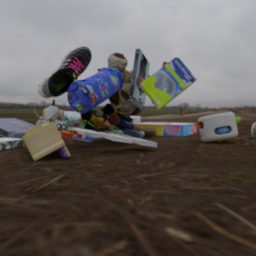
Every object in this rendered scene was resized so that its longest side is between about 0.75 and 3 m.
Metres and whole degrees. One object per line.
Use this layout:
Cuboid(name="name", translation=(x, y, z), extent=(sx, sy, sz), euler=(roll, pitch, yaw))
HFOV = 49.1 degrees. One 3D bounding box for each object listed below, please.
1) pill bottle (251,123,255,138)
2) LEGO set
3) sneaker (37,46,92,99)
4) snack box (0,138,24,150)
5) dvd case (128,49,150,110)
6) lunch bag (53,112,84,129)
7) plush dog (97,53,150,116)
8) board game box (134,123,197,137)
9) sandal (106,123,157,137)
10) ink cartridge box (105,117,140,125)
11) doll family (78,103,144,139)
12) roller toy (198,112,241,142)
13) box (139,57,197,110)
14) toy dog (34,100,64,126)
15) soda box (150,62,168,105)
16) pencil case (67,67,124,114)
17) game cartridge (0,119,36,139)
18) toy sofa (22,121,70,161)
Cuboid(name="pill bottle", translation=(5.485, 0.124, 10.853), extent=(0.669, 0.669, 1.190), euler=(-2, 3, -33))
Cuboid(name="LEGO set", translation=(-0.877, 0.339, 8.168), extent=(2.174, 0.714, 2.910), euler=(11, 1, -31))
Cuboid(name="sneaker", translation=(-1.857, -1.756, 9.005), extent=(0.990, 0.835, 2.264), euler=(20, 61, 48))
Cuboid(name="snack box", translation=(-3.804, 0.476, 7.961), extent=(0.824, 0.263, 1.419), euler=(2, 3, 29))
Cuboid(name="dvd case", translation=(0.424, -1.676, 9.967), extent=(0.203, 1.842, 1.344), euler=(6, -10, 21))
Cuboid(name="lunch bag", translation=(-3.293, -0.360, 15.629), extent=(1.913, 1.167, 1.630), euler=(-5, -2, 40))
Cuboid(name="plush dog", translation=(-0.256, -1.406, 10.661), extent=(1.825, 1.954, 2.275), euler=(-28, -37, 33))
Cuboid(name="board game box", translation=(1.762, 0.049, 13.557), extent=(2.614, 0.527, 2.000), euler=(2, 4, 32))
Cuboid(name="sandal", translation=(0.006, -0.077, 12.051), extent=(2.475, 0.668, 0.994), euler=(5, -10, 4))
Cuboid(name="ink cartridge box", translation=(-0.434, -0.229, 15.868), extent=(2.031, 0.841, 1.488), euler=(-1, 3, -11))
Cuboid(name="doll family", translation=(-0.771, -0.294, 9.870), extent=(2.964, 1.163, 1.713), euler=(1, -24, 31))
Cuboid(name="roller toy", translation=(3.138, 0.025, 9.865), extent=(1.267, 0.970, 1.389), euler=(-5, -5, -44))
Cuboid(name="box", translation=(1.049, -1.159, 7.050), extent=(1.328, 0.809, 0.316), euler=(-38, -4, -8))
Cuboid(name="toy dog", translation=(-3.163, -0.584, 11.335), extent=(1.229, 0.898, 1.863), euler=(-2, 19, -18))
Cuboid(name="soda box", translation=(1.488, -1.809, 11.656), extent=(0.561, 1.768, 0.619), euler=(17, -9, 18))
Cuboid(name="pencil case", translation=(-0.963, -1.221, 8.478), extent=(0.855, 0.952, 2.192), euler=(-10, 19, 31))
Cuboid(name="game cartridge", translation=(-4.548, 0.060, 11.222), extent=(2.555, 0.490, 1.656), euler=(16, 7, 36))
Cuboid(name="toy sofa", translation=(-2.032, 0.381, 6.842), extent=(0.750, 0.884, 1.812), euler=(-27, 11, -16))
